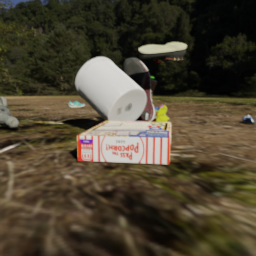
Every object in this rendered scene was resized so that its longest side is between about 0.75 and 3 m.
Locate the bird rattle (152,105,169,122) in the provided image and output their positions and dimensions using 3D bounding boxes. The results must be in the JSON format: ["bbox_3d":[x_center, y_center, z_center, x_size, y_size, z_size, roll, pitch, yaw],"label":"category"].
[{"bbox_3d":[1.176,-0.484,13.095,1.518,0.855,1.238,-10,-4,21],"label":"bird rattle"}]

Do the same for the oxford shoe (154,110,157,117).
[{"bbox_3d":[0.935,-0.807,12.686,0.805,0.287,0.287,28,-21,3],"label":"oxford shoe"}]

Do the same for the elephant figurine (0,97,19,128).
[{"bbox_3d":[-5.428,-0.541,11.151,2.334,1.811,1.652,8,-37,-14],"label":"elephant figurine"}]

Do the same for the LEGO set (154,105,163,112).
[{"bbox_3d":[1.342,-1.019,14.789,1.150,0.472,0.438,-16,17,-23],"label":"LEGO set"}]

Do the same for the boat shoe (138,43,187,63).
[{"bbox_3d":[1.152,-2.425,9.286,2.014,0.631,0.737,-17,40,-37],"label":"boat shoe"}]

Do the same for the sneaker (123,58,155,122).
[{"bbox_3d":[0.351,-1.212,10.751,1.050,2.775,1.603,-10,23,22],"label":"sneaker"}]

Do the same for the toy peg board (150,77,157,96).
[{"bbox_3d":[0.389,-1.721,11.952,1.388,1.394,0.682,20,36,0],"label":"toy peg board"}]

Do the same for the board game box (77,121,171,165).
[{"bbox_3d":[0.091,0.275,7.432,2.082,0.637,2.749,1,9,10],"label":"board game box"}]

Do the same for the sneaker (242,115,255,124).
[{"bbox_3d":[5.495,-0.334,12.758,0.390,0.384,1.013,-17,4,9],"label":"sneaker"}]

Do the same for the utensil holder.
[{"bbox_3d":[-0.596,-1.228,9.855,1.755,1.755,2.065,-8,42,-44],"label":"utensil holder"}]

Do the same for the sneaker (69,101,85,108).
[{"bbox_3d":[-4.080,-1.888,22.370,1.290,0.514,0.500,-2,9,-15],"label":"sneaker"}]
